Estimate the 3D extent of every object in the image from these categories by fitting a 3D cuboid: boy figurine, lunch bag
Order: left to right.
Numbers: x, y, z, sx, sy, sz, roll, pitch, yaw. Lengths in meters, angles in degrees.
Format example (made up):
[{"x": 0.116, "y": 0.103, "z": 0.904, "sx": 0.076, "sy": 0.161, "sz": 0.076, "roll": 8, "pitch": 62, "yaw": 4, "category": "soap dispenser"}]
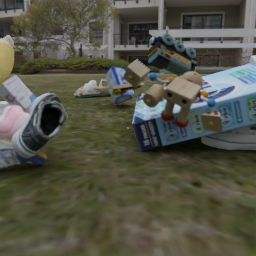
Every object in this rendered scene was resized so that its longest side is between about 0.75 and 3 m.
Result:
[{"x": -2.457, "y": -0.852, "z": 4.105, "sx": 1.591, "sy": 0.825, "sz": 2.559, "roll": -19, "pitch": 47, "yaw": 2, "category": "boy figurine"}, {"x": -0.340, "y": -1.574, "z": 10.349, "sx": 0.848, "sy": 1.131, "sz": 1.330, "roll": -21, "pitch": -4, "yaw": 2, "category": "lunch bag"}]

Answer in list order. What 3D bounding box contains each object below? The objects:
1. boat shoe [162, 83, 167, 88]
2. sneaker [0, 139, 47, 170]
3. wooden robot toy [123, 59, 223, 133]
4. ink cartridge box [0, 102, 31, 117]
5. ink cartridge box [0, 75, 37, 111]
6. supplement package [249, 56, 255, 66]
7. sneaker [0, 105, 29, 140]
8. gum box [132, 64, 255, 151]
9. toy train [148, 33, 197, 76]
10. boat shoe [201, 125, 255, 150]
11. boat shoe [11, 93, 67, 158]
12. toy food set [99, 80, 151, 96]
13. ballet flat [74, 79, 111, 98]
[{"x": 2.591, "y": -1.500, "z": 10.762, "sx": 2.902, "sy": 1.045, "sz": 0.980, "roll": -6, "pitch": -7, "yaw": -32, "category": "boat shoe"}, {"x": -1.871, "y": 0.428, "z": 4.222, "sx": 1.212, "sy": 0.534, "sz": 0.456, "roll": 20, "pitch": -6, "yaw": -25, "category": "sneaker"}, {"x": 0.854, "y": -0.599, "z": 4.600, "sx": 1.810, "sy": 0.797, "sz": 0.821, "roll": 29, "pitch": 52, "yaw": 19, "category": "wooden robot toy"}, {"x": -3.559, "y": -0.583, "z": 8.607, "sx": 0.736, "sy": 0.426, "sz": 1.263, "roll": 6, "pitch": 14, "yaw": 26, "category": "ink cartridge box"}, {"x": -3.253, "y": -0.980, "z": 8.198, "sx": 0.393, "sy": 0.930, "sz": 0.672, "roll": -27, "pitch": 20, "yaw": 29, "category": "ink cartridge box"}, {"x": 4.326, "y": -1.012, "z": 6.957, "sx": 2.322, "sy": 1.362, "sz": 1.357, "roll": -1, "pitch": 31, "yaw": 9, "category": "supplement package"}, {"x": -2.249, "y": -0.069, "z": 5.902, "sx": 0.861, "sy": 0.620, "sz": 1.647, "roll": -4, "pitch": 19, "yaw": -3, "category": "sneaker"}, {"x": 1.561, "y": -0.552, "z": 5.884, "sx": 2.798, "sy": 0.623, "sz": 2.377, "roll": -15, "pitch": 18, "yaw": 10, "category": "gum box"}, {"x": 2.378, "y": -3.692, "z": 14.803, "sx": 2.981, "sy": 1.699, "sz": 1.270, "roll": 21, "pitch": -24, "yaw": -24, "category": "toy train"}, {"x": 2.237, "y": 0.108, "z": 5.285, "sx": 1.631, "sy": 0.545, "sz": 0.600, "roll": 5, "pitch": 14, "yaw": 20, "category": "boat shoe"}, {"x": -1.220, "y": -0.135, "z": 4.382, "sx": 0.575, "sy": 0.585, "sz": 1.622, "roll": -27, "pitch": 28, "yaw": 17, "category": "boat shoe"}, {"x": 0.000, "y": -1.011, "z": 7.260, "sx": 1.306, "sy": 0.262, "sz": 0.901, "roll": -13, "pitch": 9, "yaw": -21, "category": "toy food set"}, {"x": -1.448, "y": -1.985, "z": 13.904, "sx": 2.579, "sy": 0.824, "sz": 0.975, "roll": -8, "pitch": 12, "yaw": -29, "category": "ballet flat"}]
